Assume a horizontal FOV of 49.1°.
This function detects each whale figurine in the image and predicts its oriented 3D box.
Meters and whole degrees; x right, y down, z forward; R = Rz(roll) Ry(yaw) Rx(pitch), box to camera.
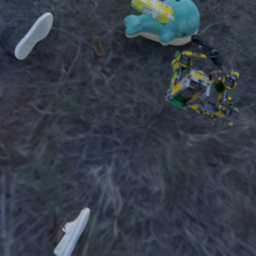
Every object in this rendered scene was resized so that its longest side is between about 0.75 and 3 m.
[{"bbox_3d":[1.262,-4.085,10.504,2.821,1.464,2.244,-2,55,0],"label":"whale figurine"}]

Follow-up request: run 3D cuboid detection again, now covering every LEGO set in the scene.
[{"bbox_3d":[2.128,-1.182,7.374,2.242,1.299,1.724,30,69,-9],"label":"LEGO set"}]

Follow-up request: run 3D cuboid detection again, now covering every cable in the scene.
[{"bbox_3d":[2.070,-1.993,7.264,1.000,0.311,1.226,49,26,21],"label":"cable"}]

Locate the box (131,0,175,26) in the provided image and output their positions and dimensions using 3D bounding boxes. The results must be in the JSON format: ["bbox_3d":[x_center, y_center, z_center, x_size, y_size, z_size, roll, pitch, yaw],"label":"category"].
[{"bbox_3d":[0.781,-3.561,8.348,1.362,0.329,0.799,24,45,-12],"label":"box"}]

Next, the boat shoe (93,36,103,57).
[{"bbox_3d":[-1.060,-2.809,9.689,0.276,0.259,0.768,-12,76,-9],"label":"boat shoe"}]

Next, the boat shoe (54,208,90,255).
[{"bbox_3d":[-1.338,2.434,6.631,0.429,0.436,1.229,22,65,11],"label":"boat shoe"}]

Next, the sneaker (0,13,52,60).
[{"bbox_3d":[-3.907,-3.694,10.595,1.192,0.850,2.404,24,63,10],"label":"sneaker"}]
